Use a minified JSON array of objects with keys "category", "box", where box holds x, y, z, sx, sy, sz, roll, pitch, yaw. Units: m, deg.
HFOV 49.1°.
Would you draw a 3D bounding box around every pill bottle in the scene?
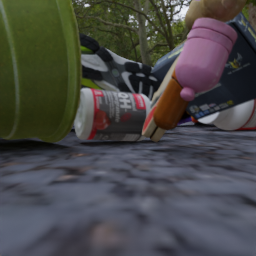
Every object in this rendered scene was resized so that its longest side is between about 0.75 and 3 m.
[{"category":"pill bottle","box":[-0.073,-0.143,3.544,1.110,0.615,0.615,3,1,-23]},{"category":"pill bottle","box":[2.663,-0.599,6.463,2.292,1.287,1.287,-2,3,-26]}]

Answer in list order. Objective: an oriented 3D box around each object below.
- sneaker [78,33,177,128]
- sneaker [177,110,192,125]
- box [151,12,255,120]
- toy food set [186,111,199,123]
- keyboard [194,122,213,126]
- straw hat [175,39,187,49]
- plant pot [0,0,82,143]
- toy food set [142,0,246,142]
[{"category":"sneaker","box":[-0.225,-0.752,5.267,2.690,0.994,1.089,30,-22,-8]},{"category":"sneaker","box":[0.979,-0.505,7.959,2.450,0.988,1.022,-4,13,-32]},{"category":"box","box":[1.284,-0.826,4.215,1.543,1.216,0.394,-24,29,48]},{"category":"toy food set","box":[1.962,-1.035,6.961,0.947,0.893,1.984,11,-38,-34]},{"category":"keyboard","box":[3.357,-0.207,8.485,2.447,0.485,1.273,-6,-15,-17]},{"category":"straw hat","box":[2.415,-1.117,8.202,2.980,2.980,1.261,0,36,-6]},{"category":"plant pot","box":[-1.955,-0.684,2.645,2.170,2.285,2.285,-17,13,-38]},{"category":"toy food set","box":[0.451,-0.514,2.266,0.290,1.172,1.843,24,-40,-7]}]
